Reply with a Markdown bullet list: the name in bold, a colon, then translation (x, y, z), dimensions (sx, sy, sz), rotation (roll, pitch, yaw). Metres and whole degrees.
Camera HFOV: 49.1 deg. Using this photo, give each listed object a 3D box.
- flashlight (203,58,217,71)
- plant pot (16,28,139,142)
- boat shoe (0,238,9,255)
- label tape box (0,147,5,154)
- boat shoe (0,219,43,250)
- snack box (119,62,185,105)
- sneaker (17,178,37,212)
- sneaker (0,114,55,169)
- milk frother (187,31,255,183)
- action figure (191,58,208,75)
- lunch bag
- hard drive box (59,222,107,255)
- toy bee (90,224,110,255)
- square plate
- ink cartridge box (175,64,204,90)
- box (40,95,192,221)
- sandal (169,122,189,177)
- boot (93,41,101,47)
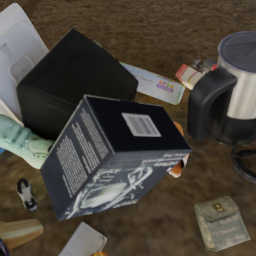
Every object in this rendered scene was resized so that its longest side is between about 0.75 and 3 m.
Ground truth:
- **flashlight**: translation (3.240, -1.957, 9.856), dimensions (0.529, 0.528, 1.558), rotation (-26, 50, -12)
- **plant pot**: translation (-1.113, -0.584, 7.283), dimensions (2.160, 2.435, 2.429), rotation (25, 54, 4)
- **boat shoe**: translation (-1.995, 2.534, 4.105), dimensions (2.466, 1.144, 0.921), rotation (50, 24, -2)
- **label tape box**: translation (-3.578, 0.479, 7.611), dimensions (0.874, 0.277, 0.630), rotation (21, 49, 19)
- **boat shoe**: translation (-2.899, 2.003, 5.427), dimensions (2.383, 0.860, 0.774), rotation (-5, 59, -21)
- **snack box**: translation (0.512, -1.411, 8.468), dimensions (2.344, 0.621, 1.667), rotation (21, 12, 10)
- **sneaker**: translation (-2.209, 1.497, 6.159), dimensions (0.283, 0.385, 0.851), rotation (-26, 56, -18)
- **sneaker**: translation (-2.312, 0.230, 6.413), dimensions (1.205, 2.044, 0.752), rotation (-10, 48, 41)
- **milk frother**: translation (3.060, -0.372, 6.765), dimensions (2.763, 2.599, 2.494), rotation (33, 61, 28)
- **action figure**: translation (2.542, -2.053, 9.718), dimensions (0.269, 0.505, 0.776), rotation (-34, 69, -7)
- **lunch bag**: translation (1.897, 1.929, 5.785), dimensions (0.789, 0.566, 0.962), rotation (-12, 71, -12)
- **hard drive box**: translation (-0.883, 2.371, 5.462), dimensions (0.644, 0.317, 0.826), rotation (33, 38, 6)
- **toy bee**: translation (-0.508, 2.528, 5.109), dimensions (0.650, 0.783, 1.196), rotation (-13, 53, -31)
- **square plate**: translation (-2.907, -1.427, 7.611), dimensions (0.420, 2.924, 2.952), rotation (-2, 44, 30)
- **ink cartridge box**: translation (2.272, -1.383, 8.882), dimensions (0.491, 0.847, 1.455), rotation (-53, 45, 8)
- **box**: translation (-0.278, 0.606, 5.579), dimensions (2.096, 2.061, 1.299), rotation (2, 48, -43)
- **sandal**: translation (1.289, 0.406, 7.305), dimensions (0.697, 0.522, 1.820), rotation (35, 43, -20)
- **boot**: translation (-1.691, -2.852, 10.824), dimensions (1.473, 0.534, 1.339), rotation (-16, 49, -24)
